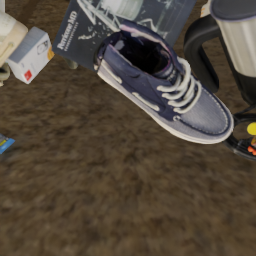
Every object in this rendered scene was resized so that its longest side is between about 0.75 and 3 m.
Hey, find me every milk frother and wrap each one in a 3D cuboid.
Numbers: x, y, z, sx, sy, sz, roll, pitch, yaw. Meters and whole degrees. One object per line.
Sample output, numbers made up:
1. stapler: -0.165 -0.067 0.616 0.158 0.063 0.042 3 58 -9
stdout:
1. milk frother: 2.593 -1.164 5.589 2.494 2.599 2.763 -27 43 18

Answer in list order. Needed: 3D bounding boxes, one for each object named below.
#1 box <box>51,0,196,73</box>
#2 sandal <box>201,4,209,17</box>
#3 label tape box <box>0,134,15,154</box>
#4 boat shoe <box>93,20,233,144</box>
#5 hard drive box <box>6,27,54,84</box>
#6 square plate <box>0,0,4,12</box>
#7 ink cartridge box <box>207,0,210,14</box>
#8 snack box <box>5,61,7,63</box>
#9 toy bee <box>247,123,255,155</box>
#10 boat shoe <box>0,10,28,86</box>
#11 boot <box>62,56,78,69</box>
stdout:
1. box: -0.135 -2.075 5.646 2.061 2.096 1.299 23 14 -13
2. sandal: 2.765 -3.919 9.147 0.697 1.820 0.522 9 14 -30
3. label tape box: -3.575 0.479 7.610 0.874 0.277 0.630 21 49 19
4. boat shoe: 0.623 -0.515 3.937 2.466 1.144 0.921 29 86 -9
5. hard drive box: -1.817 -1.349 5.242 0.317 0.644 0.826 30 70 10
6. square plate: -3.764 -2.533 6.832 0.420 2.952 2.924 8 20 3
7. ink cartridge box: 2.462 -3.002 7.073 0.491 0.847 1.455 -1 56 -4
8. snack box: -5.183 -3.115 10.673 1.379 0.980 0.365 29 53 25
9. toy bee: 2.457 0.231 4.913 0.783 1.196 0.650 38 98 23
10. boat shoe: -2.519 -0.995 4.932 0.774 2.383 0.860 25 39 -28
11. boot: -1.691 -2.852 10.824 1.473 0.534 1.339 -16 49 -24
